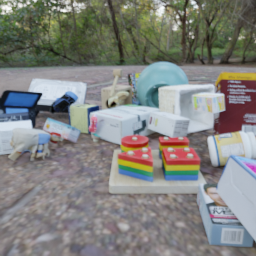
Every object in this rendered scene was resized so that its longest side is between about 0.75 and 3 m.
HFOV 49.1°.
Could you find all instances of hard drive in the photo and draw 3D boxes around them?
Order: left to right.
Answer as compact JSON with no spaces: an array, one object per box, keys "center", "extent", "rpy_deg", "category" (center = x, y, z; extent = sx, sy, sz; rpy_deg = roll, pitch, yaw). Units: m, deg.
[{"center":[-3.417,-1.540,13.481],"extent":[2.699,0.511,1.886],"rpy_deg":[5,46,-5],"category":"hard drive"}]

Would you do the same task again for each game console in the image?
[{"center":[-4.155,-0.678,10.806],"extent":[1.547,1.361,0.900],"rpy_deg":[-1,-2,-45],"category":"game console"}]

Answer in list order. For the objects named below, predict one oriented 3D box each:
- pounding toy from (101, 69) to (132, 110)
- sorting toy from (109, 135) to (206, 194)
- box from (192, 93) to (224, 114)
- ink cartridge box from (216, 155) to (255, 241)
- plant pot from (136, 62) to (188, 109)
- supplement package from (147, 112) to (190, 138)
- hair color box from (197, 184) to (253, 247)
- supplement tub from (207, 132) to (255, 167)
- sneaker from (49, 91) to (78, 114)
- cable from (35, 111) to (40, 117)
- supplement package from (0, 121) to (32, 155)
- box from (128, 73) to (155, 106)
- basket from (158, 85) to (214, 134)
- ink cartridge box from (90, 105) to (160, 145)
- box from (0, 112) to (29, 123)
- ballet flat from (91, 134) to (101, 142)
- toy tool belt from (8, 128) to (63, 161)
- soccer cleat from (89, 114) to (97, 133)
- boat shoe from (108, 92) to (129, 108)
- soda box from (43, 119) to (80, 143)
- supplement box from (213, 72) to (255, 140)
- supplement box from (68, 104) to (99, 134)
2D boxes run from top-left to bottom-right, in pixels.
[{"center":[-0.715,-1.599,13.096],"extent":[1.045,2.284,2.006],"rpy_deg":[8,19,26],"category":"pounding toy"},{"center":[0.714,0.848,7.681],"extent":[2.344,0.821,2.359],"rpy_deg":[0,17,0],"category":"sorting toy"},{"center":[2.357,-0.742,8.269],"extent":[0.449,0.498,0.885],"rpy_deg":[-15,17,-24],"category":"box"},{"center":[3.023,1.380,5.064],"extent":[2.297,0.877,1.567],"rpy_deg":[15,17,-14],"category":"ink cartridge box"},{"center":[1.630,-1.652,13.424],"extent":[2.628,2.628,1.761],"rpy_deg":[2,26,7],"category":"plant pot"},{"center":[1.495,-0.140,10.393],"extent":[0.929,0.661,1.193],"rpy_deg":[-3,17,-45],"category":"supplement package"},{"center":[1.869,1.664,5.573],"extent":[0.747,0.458,1.509],"rpy_deg":[2,16,4],"category":"hair color box"},{"center":[2.946,0.590,7.962],"extent":[1.217,0.881,0.881],"rpy_deg":[-11,14,12],"category":"supplement tub"},{"center":[-2.733,-1.001,11.775],"extent":[1.761,0.618,0.686],"rpy_deg":[-16,41,52],"category":"sneaker"},{"center":[-5.117,-1.046,13.605],"extent":[1.971,0.501,1.608],"rpy_deg":[-12,53,-39],"category":"cable"},{"center":[-3.993,0.309,9.439],"extent":[1.468,0.814,1.143],"rpy_deg":[-5,16,-19],"category":"supplement package"},{"center":[1.251,-2.155,15.770],"extent":[2.861,1.954,0.539],"rpy_deg":[-14,14,-42],"category":"box"},{"center":[2.402,-0.859,11.660],"extent":[1.878,1.862,1.511],"rpy_deg":[-9,17,-23],"category":"basket"},{"center":[-0.105,-0.208,10.983],"extent":[1.705,0.966,2.327],"rpy_deg":[14,21,40],"category":"ink cartridge box"},{"center":[-4.223,-0.029,10.394],"extent":[1.074,0.978,0.559],"rpy_deg":[-7,18,-21],"category":"box"},{"center":[-1.169,0.385,10.200],"extent":[0.272,0.268,0.798],"rpy_deg":[9,3,-17],"category":"ballet flat"},{"center":[-2.841,0.556,8.601],"extent":[0.971,0.956,1.555],"rpy_deg":[21,7,40],"category":"toy tool belt"},{"center":[-1.244,-0.146,10.135],"extent":[0.290,0.868,0.332],"rpy_deg":[16,54,1],"category":"soccer cleat"},{"center":[-0.384,-1.091,11.094],"extent":[0.419,0.376,1.132],"rpy_deg":[20,-29,-32],"category":"boat shoe"},{"center":[-2.473,0.086,10.345],"extent":[1.507,0.515,0.479],"rpy_deg":[17,-8,38],"category":"soda box"},{"center":[4.068,-0.567,9.325],"extent":[2.214,2.245,1.490],"rpy_deg":[4,-3,11],"category":"supplement box"},{"center":[-1.802,-0.392,11.461],"extent":[1.054,1.055,0.708],"rpy_deg":[7,16,27],"category":"supplement box"}]
